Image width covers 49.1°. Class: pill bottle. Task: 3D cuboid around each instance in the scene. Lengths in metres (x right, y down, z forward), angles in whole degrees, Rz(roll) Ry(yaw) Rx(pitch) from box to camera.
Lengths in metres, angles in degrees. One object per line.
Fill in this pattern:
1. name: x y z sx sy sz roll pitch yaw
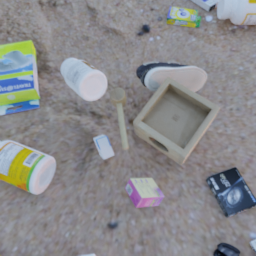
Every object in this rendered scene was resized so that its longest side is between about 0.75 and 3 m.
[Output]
1. pill bottle: -3.246 1.029 8.081 2.034 1.130 1.130 19 60 12
2. pill bottle: 5.264 -5.108 11.812 2.733 1.425 1.425 1 58 -1
3. pill bottle: -1.335 -1.458 8.073 0.884 0.884 1.546 -31 43 -18

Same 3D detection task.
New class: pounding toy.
1. pounding toy: 0.723 -0.167 8.359 2.831 1.295 2.488 34 78 15

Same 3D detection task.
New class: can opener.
1. can opener: 2.817 3.420 7.006 1.433 0.563 0.454 30 54 7

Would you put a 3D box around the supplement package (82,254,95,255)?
1. supplement package: -1.508 3.761 6.489 1.632 0.905 1.271 -6 57 -2

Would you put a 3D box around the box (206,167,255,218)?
1. box: 2.978 1.842 8.097 0.976 0.265 1.219 -16 59 -10

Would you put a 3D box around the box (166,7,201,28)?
1. box: 2.475 -4.859 12.312 1.455 0.352 0.853 12 59 6

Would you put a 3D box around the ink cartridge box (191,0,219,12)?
1. ink cartridge box: 3.409 -6.224 13.176 0.919 0.360 1.942 -35 66 -19

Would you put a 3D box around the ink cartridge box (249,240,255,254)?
1. ink cartridge box: 3.527 3.264 7.267 0.374 0.148 0.753 -17 58 -11

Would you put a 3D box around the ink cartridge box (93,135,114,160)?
1. ink cartridge box: -0.747 0.558 8.452 0.361 0.858 0.626 -22 97 -10

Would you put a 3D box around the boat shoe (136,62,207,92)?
1. boat shoe: 1.502 -1.711 9.405 2.765 1.022 0.834 -8 37 -33

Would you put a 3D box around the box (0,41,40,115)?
1. box: -4.247 -1.880 10.221 1.775 0.694 2.911 -12 58 -6

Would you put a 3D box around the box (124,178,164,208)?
1. box: 0.441 1.775 7.718 0.812 0.392 0.714 5 33 -36
